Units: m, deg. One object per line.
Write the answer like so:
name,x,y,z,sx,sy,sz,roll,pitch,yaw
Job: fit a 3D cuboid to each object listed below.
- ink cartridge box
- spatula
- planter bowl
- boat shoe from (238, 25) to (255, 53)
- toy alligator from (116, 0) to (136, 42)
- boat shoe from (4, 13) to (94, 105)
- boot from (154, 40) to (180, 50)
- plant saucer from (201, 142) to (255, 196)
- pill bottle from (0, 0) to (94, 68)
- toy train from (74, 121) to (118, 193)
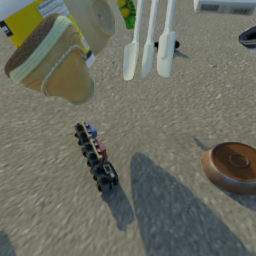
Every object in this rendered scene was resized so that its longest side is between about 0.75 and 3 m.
ink cartridge box,2.251,-3.401,6.733,1.337,0.413,1.648,4,59,2
spatula,0.395,-1.926,5.059,0.168,2.095,1.456,4,4,-29
planter bowl,-1.289,-3.118,8.320,1.442,2.142,2.142,-14,32,27
boat shoe,4.198,-2.767,7.841,0.773,0.818,2.281,16,-9,-32
toy alligator,0.076,-3.972,9.969,0.531,1.957,0.580,-21,-5,10
boat shoe,-0.750,-0.677,3.349,0.842,0.894,2.349,-44,16,1
boot,1.739,-3.791,12.855,0.832,0.378,0.990,-28,39,-35
plant saucer,2.784,0.914,7.090,1.788,0.308,1.788,0,40,0
pill bottle,-1.529,-1.776,4.800,1.118,2.008,1.118,-23,28,14
toy train,-0.863,0.624,7.336,0.590,0.440,2.577,-12,41,-20
